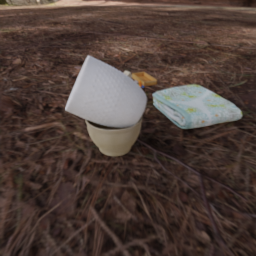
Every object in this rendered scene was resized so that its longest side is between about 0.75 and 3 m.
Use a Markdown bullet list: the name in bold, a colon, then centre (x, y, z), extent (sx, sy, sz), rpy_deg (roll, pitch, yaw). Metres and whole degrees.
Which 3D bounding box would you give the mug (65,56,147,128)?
- **mug**: centre (-0.561, -0.882, 7.667), extent (1.828, 1.540, 2.085), rpy_deg (23, 12, -15)

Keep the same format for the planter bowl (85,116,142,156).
- **planter bowl**: centre (-0.390, 0.136, 7.930), extent (1.561, 1.051, 1.561), rpy_deg (0, 28, 0)

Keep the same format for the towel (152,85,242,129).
- **towel**: centre (2.351, -0.841, 10.115), extent (2.254, 0.634, 2.633), rpy_deg (-12, 31, -18)

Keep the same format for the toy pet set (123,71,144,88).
- **toy pet set**: centre (0.049, -2.000, 12.308), extent (0.977, 0.912, 0.519), rpy_deg (27, 75, 37)

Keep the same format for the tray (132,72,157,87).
- **tray**: centre (0.747, -2.288, 13.115), extent (0.653, 0.245, 1.325), rpy_deg (-12, 32, -21)
